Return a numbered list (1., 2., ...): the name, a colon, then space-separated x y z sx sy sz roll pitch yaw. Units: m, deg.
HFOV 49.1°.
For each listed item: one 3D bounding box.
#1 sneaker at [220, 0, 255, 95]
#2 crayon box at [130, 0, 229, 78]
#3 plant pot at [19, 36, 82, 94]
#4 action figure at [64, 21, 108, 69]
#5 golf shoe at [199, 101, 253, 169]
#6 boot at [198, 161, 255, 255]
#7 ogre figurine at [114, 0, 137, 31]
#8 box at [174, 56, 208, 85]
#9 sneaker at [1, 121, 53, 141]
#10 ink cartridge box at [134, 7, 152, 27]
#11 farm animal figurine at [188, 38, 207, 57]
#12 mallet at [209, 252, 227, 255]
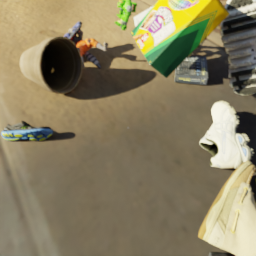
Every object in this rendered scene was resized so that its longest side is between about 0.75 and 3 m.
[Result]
1. sneaker: 3.514 -2.565 8.537 1.127 3.000 1.216 1 24 30
2. crayon box: 1.294 -3.008 8.139 0.764 2.260 2.619 31 24 -31
3. plant pot: -3.274 -2.554 11.333 1.895 2.184 2.184 12 44 34
4. action figure: -2.492 -3.429 12.922 2.695 1.410 2.607 -49 51 -7
5. golf shoe: 2.974 0.144 9.217 1.359 1.094 2.795 -9 41 5
6. boot: 3.301 2.229 7.120 2.095 0.981 2.695 28 53 26
7. ogre figurine: -0.110 -4.784 11.528 0.777 0.950 1.584 26 42 -3
8. box: 2.762 -2.575 12.302 1.360 0.440 1.725 5 45 7
9. sneaker: -3.435 0.058 9.555 1.700 0.603 0.704 -1 52 3
10. ink cartridge box: 1.644 -3.783 10.200 2.312 1.685 0.957 -21 66 27
11. farm animal figurine: 2.564 -3.626 12.689 1.776 1.106 2.199 -28 18 -35
12. mallet: 2.071 3.490 6.420 0.416 0.260 1.265 8 49 8
